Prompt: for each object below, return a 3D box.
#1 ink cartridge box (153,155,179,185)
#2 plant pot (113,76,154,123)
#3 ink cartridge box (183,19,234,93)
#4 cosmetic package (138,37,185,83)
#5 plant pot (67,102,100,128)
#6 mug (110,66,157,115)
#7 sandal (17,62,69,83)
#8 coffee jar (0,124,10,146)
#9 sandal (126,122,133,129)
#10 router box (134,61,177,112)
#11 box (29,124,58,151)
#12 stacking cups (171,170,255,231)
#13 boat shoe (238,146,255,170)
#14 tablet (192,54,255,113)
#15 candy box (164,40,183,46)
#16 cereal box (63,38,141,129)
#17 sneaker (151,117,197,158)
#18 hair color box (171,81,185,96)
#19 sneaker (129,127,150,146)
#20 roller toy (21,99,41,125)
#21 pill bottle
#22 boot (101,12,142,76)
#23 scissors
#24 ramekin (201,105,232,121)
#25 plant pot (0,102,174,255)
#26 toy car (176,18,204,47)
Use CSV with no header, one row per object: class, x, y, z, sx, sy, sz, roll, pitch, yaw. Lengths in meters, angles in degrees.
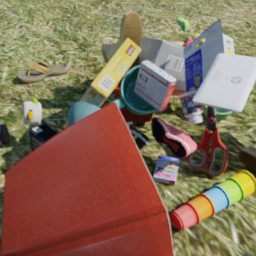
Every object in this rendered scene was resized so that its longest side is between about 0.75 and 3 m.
ink cartridge box,1.104,1.133,7.992,0.620,0.218,1.038,9,38,11
plant pot,0.329,-0.991,9.662,1.463,1.291,1.465,4,29,6
ink cartridge box,2.179,-1.698,7.725,0.427,1.795,1.816,5,78,-21
cosmetic package,1.122,-2.558,10.121,1.420,1.199,2.659,11,20,-23
plant pot,-1.031,0.009,6.887,1.148,1.148,0.773,14,64,17
mug,0.268,-0.999,7.697,1.547,1.271,0.957,3,-2,-6
sandal,-3.723,-2.570,12.272,2.307,0.623,0.926,-18,42,-22
coffee jar,-4.375,0.279,8.684,1.284,0.670,0.548,-9,37,-12
sandal,-0.223,0.047,7.861,0.797,0.305,0.228,-20,87,-10
router box,0.647,-1.056,7.058,0.245,0.900,1.003,-25,55,-38
box,-2.137,0.672,7.877,1.434,1.012,0.566,31,38,32
stacking cups,2.078,1.778,6.894,2.294,0.694,0.694,-20,43,-18
boat shoe,3.948,1.033,7.776,0.563,0.622,1.744,-25,44,-27
tablet,2.251,-1.069,6.295,1.073,0.113,1.649,17,62,30
candy box,2.394,-4.525,15.104,1.120,0.148,0.573,12,43,15
cereal box,-0.873,-1.117,8.407,0.571,2.892,2.080,37,57,-10
sneaker,1.251,0.238,7.813,0.678,0.576,1.564,-15,46,-35
hair color box,2.052,-1.681,10.351,1.728,0.553,0.959,17,77,55
sneaker,-0.385,0.343,8.751,2.085,0.748,0.863,18,79,8
roller toy,-2.871,-0.414,8.243,0.530,0.692,0.759,1,56,-26
pill bottle,1.683,-0.528,7.372,0.494,0.826,0.494,-17,5,2
boot,-0.280,-2.957,9.635,0.800,2.197,1.708,-21,40,-25
scissors,2.267,-0.035,7.281,1.062,2.904,0.202,14,24,17
ramekin,3.168,-0.864,9.862,1.236,0.604,1.236,-1,63,2
plant pot,-0.812,1.670,5.469,2.511,2.847,2.850,-18,41,-6
toy car,2.295,-3.614,10.586,1.456,0.325,1.370,-32,91,-43
